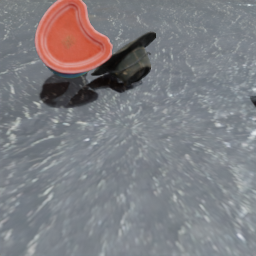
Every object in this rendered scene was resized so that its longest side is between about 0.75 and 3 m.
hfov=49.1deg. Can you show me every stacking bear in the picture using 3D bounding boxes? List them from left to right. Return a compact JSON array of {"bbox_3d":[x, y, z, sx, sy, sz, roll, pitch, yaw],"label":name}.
[{"bbox_3d":[-1.597,-2.166,7.868,1.607,1.716,2.826,-36,10,-4],"label":"stacking bear"}]

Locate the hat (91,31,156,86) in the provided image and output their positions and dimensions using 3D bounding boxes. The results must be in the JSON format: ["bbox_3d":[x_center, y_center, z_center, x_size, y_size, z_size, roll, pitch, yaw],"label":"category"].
[{"bbox_3d":[0.072,-1.884,8.635,2.451,2.451,0.989,-37,95,-35],"label":"hat"}]
